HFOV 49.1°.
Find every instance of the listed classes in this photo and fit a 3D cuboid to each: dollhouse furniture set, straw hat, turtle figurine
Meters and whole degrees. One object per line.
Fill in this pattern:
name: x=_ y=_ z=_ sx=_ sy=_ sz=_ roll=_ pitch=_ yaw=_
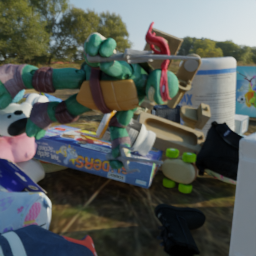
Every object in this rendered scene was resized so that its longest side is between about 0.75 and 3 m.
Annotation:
dollhouse furniture set: x=1.105 y=-0.804 z=6.620 sx=2.047 sy=1.754 sz=2.153 roll=19 pitch=42 yaw=-6
straw hat: x=-1.920 y=0.706 z=6.914 sx=1.051 sy=0.445 sz=1.051 roll=0 pitch=15 yaw=0
turtle figurine: x=-0.337 y=-0.378 z=3.676 sx=2.620 sy=1.961 sz=1.319 roll=-1 pitch=37 yaw=20

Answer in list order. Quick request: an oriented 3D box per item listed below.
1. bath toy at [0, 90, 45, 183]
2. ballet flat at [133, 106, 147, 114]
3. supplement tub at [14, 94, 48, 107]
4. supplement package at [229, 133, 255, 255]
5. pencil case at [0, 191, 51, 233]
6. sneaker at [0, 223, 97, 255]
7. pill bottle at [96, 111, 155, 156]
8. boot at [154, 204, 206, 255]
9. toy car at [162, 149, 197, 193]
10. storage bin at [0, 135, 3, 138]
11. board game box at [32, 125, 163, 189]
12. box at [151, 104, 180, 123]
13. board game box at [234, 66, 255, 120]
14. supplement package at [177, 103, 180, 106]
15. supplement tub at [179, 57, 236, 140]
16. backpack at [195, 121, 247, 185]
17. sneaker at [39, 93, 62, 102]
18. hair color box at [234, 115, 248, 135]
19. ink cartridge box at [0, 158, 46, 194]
bath toy: x=-2.165 y=0.341 z=4.962 sx=1.041 sy=2.393 sz=0.885 roll=5 pitch=39 yaw=5
ballet flat: x=0.570 y=-0.889 z=13.339 sx=1.559 sy=0.550 sz=0.509 roll=-16 pitch=47 yaw=-40
supplement tub: x=-4.147 y=-0.805 z=11.320 sx=1.638 sy=1.182 sz=1.182 roll=2 pitch=14 yaw=12
supplement package: x=2.155 y=1.185 z=1.512 sx=1.524 sy=2.140 sz=2.748 roll=-14 pitch=20 yaw=-43
pencil case: x=-2.084 y=1.245 z=4.041 sx=1.886 sy=0.784 sz=0.856 roll=5 pitch=38 yaw=14
sneaker: x=-1.444 y=1.477 z=3.119 sx=2.273 sy=0.852 sz=0.961 roll=9 pitch=19 yaw=-2
pill bottle: x=-0.042 y=0.101 z=5.484 sx=1.056 sy=0.615 sz=0.615 roll=26 pitch=12 yaw=-7
boot: x=0.820 y=1.485 z=4.014 sx=0.922 sy=0.341 sz=0.756 roll=17 pitch=23 yaw=-18
toy car: x=1.229 y=0.829 z=5.889 sx=0.738 sy=0.769 sz=0.936 roll=12 pitch=11 yaw=38
storage bin: x=-3.746 y=0.465 z=6.624 sx=1.540 sy=1.068 sz=2.277 roll=2 pitch=15 yaw=7
board game box: x=-0.676 y=0.515 z=6.183 sx=2.717 sy=0.468 sz=1.839 roll=13 pitch=8 yaw=12
box: x=1.620 y=-0.595 z=11.628 sx=1.180 sy=0.632 sz=0.876 roll=-4 pitch=14 yaw=-10
board game box: x=5.051 y=-1.449 z=11.731 sx=2.858 sy=2.157 sz=0.671 roll=5 pitch=-7 yaw=20
supplement package: x=2.609 y=-1.094 z=12.468 sx=1.515 sy=1.180 sz=0.840 roll=1 pitch=14 yaw=5
supplement tub: x=2.420 y=-0.842 z=8.605 sx=1.656 sy=2.510 sz=1.656 roll=-3 pitch=13 yaw=1
backpack: x=2.269 y=0.625 z=5.753 sx=0.937 sy=1.236 sz=1.481 roll=17 pitch=3 yaw=-45
sneaker: x=-3.495 y=-1.141 z=13.041 sx=0.876 sy=1.042 sz=2.659 roll=7 pitch=14 yaw=33
hair color box: x=3.237 y=-0.207 z=10.208 sx=1.929 sy=0.585 sz=0.955 roll=11 pitch=18 yaw=36
ink cartridge box: x=-2.043 y=0.754 z=4.231 sx=1.236 sy=1.233 sz=0.251 roll=7 pitch=57 yaw=18
